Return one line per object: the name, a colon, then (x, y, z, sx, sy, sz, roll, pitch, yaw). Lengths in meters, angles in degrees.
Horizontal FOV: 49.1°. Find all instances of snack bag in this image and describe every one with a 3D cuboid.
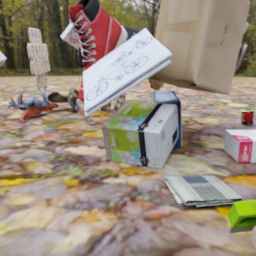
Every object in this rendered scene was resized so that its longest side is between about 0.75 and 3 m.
snack bag: (-0.214, -1.473, 6.952, 2.286, 0.260, 2.425, -33, 32, 9)

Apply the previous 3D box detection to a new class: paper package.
paper package: (2.050, -2.489, 7.748, 1.472, 2.846, 2.713, 16, 10, 37)

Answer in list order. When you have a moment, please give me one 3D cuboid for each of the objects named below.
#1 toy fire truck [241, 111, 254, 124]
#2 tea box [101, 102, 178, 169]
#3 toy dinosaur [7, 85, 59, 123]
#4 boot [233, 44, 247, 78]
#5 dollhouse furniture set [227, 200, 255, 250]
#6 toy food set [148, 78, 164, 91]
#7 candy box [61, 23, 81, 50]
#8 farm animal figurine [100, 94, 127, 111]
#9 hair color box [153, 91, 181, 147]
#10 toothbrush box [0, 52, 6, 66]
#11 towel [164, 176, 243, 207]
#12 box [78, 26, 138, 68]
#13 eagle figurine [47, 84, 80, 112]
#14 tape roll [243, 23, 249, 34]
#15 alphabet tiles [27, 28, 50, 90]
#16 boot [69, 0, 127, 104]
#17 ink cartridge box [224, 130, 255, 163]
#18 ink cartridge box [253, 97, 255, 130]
toy fire truck: (5.221, -0.331, 11.285, 0.943, 0.689, 1.072, -2, 3, -10)
tea box: (0.372, 0.119, 7.488, 1.576, 1.070, 1.602, 5, 30, 24)
toy dinosaur: (-4.394, -0.910, 13.560, 1.490, 2.837, 2.575, -32, -30, 29)
boot: (3.143, -2.284, 9.953, 1.490, 1.979, 0.724, 29, 50, 10)
dollhouse furniture set: (1.867, 1.716, 3.082, 1.110, 0.850, 1.694, -6, 42, 0)
toy food set: (1.183, -2.588, 11.714, 0.489, 1.991, 2.011, 5, 52, 23)
candy box: (-1.894, -3.445, 10.279, 0.749, 0.893, 0.319, 25, 25, -46)
farm animal figurine: (-0.816, -1.329, 15.163, 1.552, 0.780, 1.253, 1, 32, -12)
hair color box: (1.282, -0.408, 9.617, 0.861, 1.422, 2.844, -1, 13, 6)
toothbrush box: (-4.426, -2.300, 8.757, 0.395, 0.918, 0.668, -36, 8, 46)
towel: (1.430, 1.246, 5.546, 1.175, 0.211, 1.220, 1, 11, -10)
box: (-0.842, -3.556, 12.502, 2.532, 1.874, 1.321, 7, -20, -34)
eagle figurine: (-3.079, -1.525, 14.649, 1.543, 1.534, 2.033, -23, 19, 34)
tape roll: (3.207, -3.515, 10.099, 1.785, 1.225, 1.785, 22, 25, -10)
alphabet tiles: (-3.212, -2.508, 10.196, 0.156, 2.092, 2.139, -5, 16, 0)
boot: (-1.221, -2.280, 8.153, 1.048, 2.895, 2.088, 7, -16, 35)
ink cartridge box: (3.559, 0.484, 7.592, 1.552, 0.647, 1.127, 0, 14, 1)
ink cartridge box: (5.647, -0.449, 9.176, 2.321, 1.695, 1.703, -3, 13, -12)
